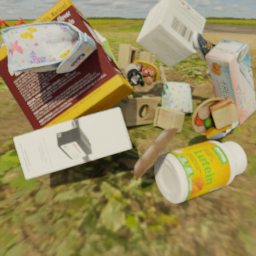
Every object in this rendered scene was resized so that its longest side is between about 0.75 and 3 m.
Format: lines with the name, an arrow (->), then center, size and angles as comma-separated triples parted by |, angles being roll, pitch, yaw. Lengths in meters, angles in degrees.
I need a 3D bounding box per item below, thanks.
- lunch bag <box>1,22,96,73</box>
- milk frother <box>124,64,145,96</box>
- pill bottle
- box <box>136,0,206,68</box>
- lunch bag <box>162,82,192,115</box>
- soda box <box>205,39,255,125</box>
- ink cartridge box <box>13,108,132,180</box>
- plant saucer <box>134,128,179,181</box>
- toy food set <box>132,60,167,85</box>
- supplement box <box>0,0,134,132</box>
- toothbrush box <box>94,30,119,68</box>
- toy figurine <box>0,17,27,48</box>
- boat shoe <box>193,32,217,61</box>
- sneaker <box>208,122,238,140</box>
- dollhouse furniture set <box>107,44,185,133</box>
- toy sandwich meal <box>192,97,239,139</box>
lunch bag -> -1.656, -1.767, 6.308 | 1.707, 1.085, 1.448 | -9, 11, 4
milk frother -> 0.064, -1.616, 9.503 | 0.857, 0.774, 0.806 | -27, 31, 6
pill bottle -> 1.694, 0.914, 6.397 | 1.973, 1.096, 1.096 | -12, 26, -25
box -> 1.538, -3.449, 9.987 | 1.691, 1.699, 1.456 | 31, -26, -22
lunch bag -> 1.848, -1.149, 10.700 | 1.028, 1.207, 0.736 | 1, -7, -16
soda box -> 3.572, -1.472, 9.546 | 1.011, 2.956, 0.940 | -44, 44, -13
ink cartridge box -> -1.142, 0.277, 6.328 | 2.217, 0.928, 1.609 | -16, 3, -3
plant saucer -> 0.527, 0.487, 5.747 | 0.252, 1.377, 1.377 | 40, 35, 9
toy food set -> 0.602, -1.844, 9.757 | 1.381, 0.812, 0.451 | 20, 54, 33
supplement box -> -1.783, -1.527, 8.109 | 2.720, 2.758, 1.831 | -34, -5, 9
toothbrush box -> -0.938, -2.481, 9.956 | 0.690, 1.603, 1.167 | -31, 42, -5
toy figurine -> -4.348, -2.825, 9.716 | 2.200, 1.318, 1.161 | -5, -11, 8
boat shoe -> 2.649, -2.745, 9.361 | 0.604, 0.471, 1.330 | 2, -23, 35
sneaker -> 2.976, -0.380, 9.081 | 0.680, 1.026, 1.802 | -11, 14, 44
dollhouse furniture set -> 0.392, -1.438, 9.583 | 1.642, 2.612, 2.954 | -7, 22, -39
toy sandwich meal -> 2.130, -0.224, 6.808 | 1.157, 1.157, 0.396 | -5, 31, -11
